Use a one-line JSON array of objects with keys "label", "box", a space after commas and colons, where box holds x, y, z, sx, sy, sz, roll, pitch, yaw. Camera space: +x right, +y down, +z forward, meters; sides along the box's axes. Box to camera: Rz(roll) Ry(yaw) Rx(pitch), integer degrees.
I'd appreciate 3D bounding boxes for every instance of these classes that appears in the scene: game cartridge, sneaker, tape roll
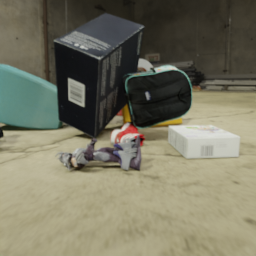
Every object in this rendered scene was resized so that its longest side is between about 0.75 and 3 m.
[{"label": "game cartridge", "box": [0.853, -1.080, 10.904, 2.401, 2.117, 0.390, -3, -11, -19]}, {"label": "sneaker", "box": [0.164, 0.260, 7.954, 0.841, 0.570, 1.455, 15, 24, 23]}, {"label": "tape roll", "box": [0.380, -1.886, 10.317, 1.237, 1.237, 0.409, -4, 7, -25]}]

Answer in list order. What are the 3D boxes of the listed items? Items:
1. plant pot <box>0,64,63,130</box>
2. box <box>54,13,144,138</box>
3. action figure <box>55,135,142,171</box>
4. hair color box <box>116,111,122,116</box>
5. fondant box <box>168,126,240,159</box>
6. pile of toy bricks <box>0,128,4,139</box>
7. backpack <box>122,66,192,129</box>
[{"label": "plant pot", "box": [-3.707, -1.011, 10.489, 2.765, 1.953, 1.954, 17, 8, -6]}, {"label": "box", "box": [-0.840, -1.586, 8.402, 1.417, 2.721, 2.478, 25, 44, 16]}, {"label": "action figure", "box": [-0.621, 0.538, 5.784, 1.777, 0.616, 1.156, -3, 15, 0]}, {"label": "hair color box", "box": [-0.049, -0.840, 14.400, 1.346, 0.412, 0.683, 3, 9, 13]}, {"label": "fondant box", "box": [1.871, 0.315, 7.276, 1.285, 0.519, 1.781, -1, 11, -5]}, {"label": "pile of toy bricks", "box": [-4.190, 0.121, 7.535, 1.099, 1.235, 2.227, -30, 34, -10]}, {"label": "backpack", "box": [0.868, -0.971, 8.197, 1.864, 1.639, 1.429, -12, 17, 4]}]
